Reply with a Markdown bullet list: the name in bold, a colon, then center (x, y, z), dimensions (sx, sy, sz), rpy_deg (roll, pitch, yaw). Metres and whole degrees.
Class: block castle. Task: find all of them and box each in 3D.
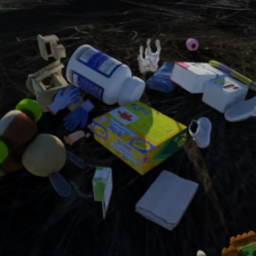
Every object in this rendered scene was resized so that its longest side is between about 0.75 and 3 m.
- **block castle**: center (2.335, 2.854, 5.451), dimensions (2.287, 1.528, 1.073), rpy_deg (-10, 44, -13)

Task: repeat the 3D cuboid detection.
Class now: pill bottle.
- **pill bottle**: center (-0.880, -1.980, 11.480), dimensions (2.912, 1.743, 1.743), rpy_deg (32, 44, 12)

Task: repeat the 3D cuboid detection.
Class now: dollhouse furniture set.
- **dollhouse furniture set**: center (-3.055, -1.974, 11.070), dimensions (1.596, 2.538, 2.870), rpy_deg (-19, 41, -23)

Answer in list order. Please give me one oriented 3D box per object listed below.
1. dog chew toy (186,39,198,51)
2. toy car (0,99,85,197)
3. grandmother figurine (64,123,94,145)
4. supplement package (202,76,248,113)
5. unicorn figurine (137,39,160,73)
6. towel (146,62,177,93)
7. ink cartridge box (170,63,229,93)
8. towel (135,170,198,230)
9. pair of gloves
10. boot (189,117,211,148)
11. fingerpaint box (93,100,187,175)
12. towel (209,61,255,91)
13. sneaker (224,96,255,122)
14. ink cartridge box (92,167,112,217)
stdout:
- **dog chew toy**: center (3.811, -5.056, 16.871), dimensions (0.663, 0.663, 1.065), rpy_deg (-2, 30, -2)
- **toy car**: center (-2.676, 0.879, 8.350), dimensions (2.707, 2.135, 2.223), rpy_deg (31, 42, -7)
- **grandmother figurine**: center (-1.628, 0.183, 9.991), dimensions (0.753, 0.376, 1.242), rpy_deg (25, 43, 37)
- **supplement package**: center (4.019, -1.433, 11.695), dimensions (1.258, 0.925, 1.203), rpy_deg (-20, 41, -27)
- **unicorn figurine**: center (0.991, -3.231, 13.131), dimensions (0.911, 1.693, 2.466), rpy_deg (1, -8, -4)
- **towel**: center (1.909, -2.452, 13.395), dimensions (1.260, 0.548, 2.257), rpy_deg (19, 40, 22)
- **ink cartridge box**: center (3.201, -2.248, 12.469), dimensions (2.076, 0.875, 1.503), rpy_deg (-7, 35, -34)
- **towel**: center (1.093, 1.904, 7.727), dimensions (1.168, 0.304, 1.762), rpy_deg (21, 41, 25)
- **pair of gloves**: center (-2.131, -0.739, 10.602), dimensions (1.783, 0.203, 1.433), rpy_deg (43, 83, 14)
- **boot**: center (2.515, -0.049, 9.851), dimensions (0.570, 0.740, 1.549), rpy_deg (-27, 28, 28)
- **fingerpaint box**: center (0.358, 0.201, 9.508), dimensions (2.060, 0.906, 2.469), rpy_deg (-28, 44, -34)
- **towel**: center (5.075, -2.248, 12.682), dimensions (1.940, 0.308, 2.702), rpy_deg (11, 27, -39)
- **sneaker**: center (4.850, -0.643, 10.803), dimensions (2.212, 0.878, 0.868), rpy_deg (-26, 34, 4)
- **ink cartridge box**: center (-0.736, 1.720, 7.533), dimensions (0.422, 0.824, 1.114), rpy_deg (5, 37, 7)
